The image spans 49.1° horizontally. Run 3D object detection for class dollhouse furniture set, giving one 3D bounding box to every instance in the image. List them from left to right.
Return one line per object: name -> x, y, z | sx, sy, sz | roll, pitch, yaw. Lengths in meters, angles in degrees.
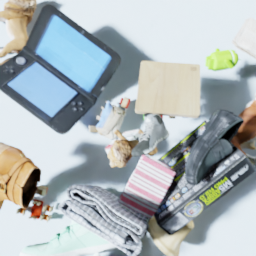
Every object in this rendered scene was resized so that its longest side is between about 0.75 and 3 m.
dollhouse furniture set -> -2.615, 2.182, 8.140 | 0.947, 0.488, 0.937 | 14, 88, 4

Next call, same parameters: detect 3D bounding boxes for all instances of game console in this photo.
game console -> -2.124, -1.690, 8.069 | 2.829, 1.647, 2.488 | 37, 56, 2

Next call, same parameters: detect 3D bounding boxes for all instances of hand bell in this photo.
hand bell -> 1.794, 2.037, 7.230 | 2.576, 1.341, 1.341 | -42, 79, 11

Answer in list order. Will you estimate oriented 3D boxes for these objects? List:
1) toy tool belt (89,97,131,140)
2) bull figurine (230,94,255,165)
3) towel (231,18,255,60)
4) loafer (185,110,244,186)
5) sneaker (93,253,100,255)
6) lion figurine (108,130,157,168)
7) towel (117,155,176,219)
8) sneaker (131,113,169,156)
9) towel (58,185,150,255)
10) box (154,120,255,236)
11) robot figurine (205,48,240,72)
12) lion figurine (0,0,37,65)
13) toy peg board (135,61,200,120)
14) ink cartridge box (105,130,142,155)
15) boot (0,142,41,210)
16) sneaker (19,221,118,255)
toy tool belt -> -0.565, -0.399, 8.481 | 0.887, 0.901, 1.443 | 22, 77, -4
bull figurine -> 3.672, 0.119, 8.257 | 2.812, 0.916, 1.707 | -37, 62, -4
towel -> 4.484, -2.847, 9.359 | 1.793, 0.309, 1.188 | 33, 79, 7
loafer -> 1.927, 0.417, 6.234 | 0.732, 0.708, 2.086 | 18, 58, 34
sneaker -> -0.837, 3.540, 7.083 | 0.492, 1.111, 0.418 | 42, 46, 9
lion figurine -> 0.210, 0.494, 6.838 | 1.629, 0.590, 0.998 | -6, 34, -25
towel -> 0.443, 1.351, 6.496 | 0.937, 0.192, 1.281 | 31, 83, -11
sneaker -> 0.416, 0.077, 6.370 | 1.326, 0.497, 0.766 | -33, 110, -48
towel -> -0.419, 1.973, 6.390 | 1.931, 1.599, 0.826 | 28, 82, 12
box -> 1.577, 1.159, 7.167 | 2.541, 2.036, 0.563 | -41, 116, 8
robot figurine -> 2.672, -1.908, 7.919 | 0.939, 0.543, 0.824 | -10, 37, -2
lion figurine -> -3.707, -3.217, 9.243 | 1.570, 0.929, 2.564 | -8, 92, -12
toy peg board -> 1.027, -0.860, 7.251 | 1.522, 0.747, 1.528 | 5, 64, 6
ink cartridge box -> -0.078, 0.476, 8.018 | 0.712, 0.987, 0.413 | -11, 110, 34
boot -> -2.902, 1.547, 6.718 | 1.675, 0.798, 2.165 | 22, 105, 32
sneaker -> -1.604, 2.680, 7.679 | 2.735, 1.007, 1.613 | -9, 77, -7
